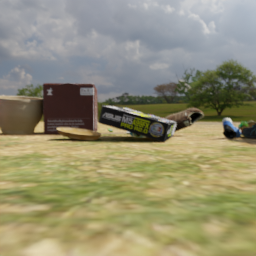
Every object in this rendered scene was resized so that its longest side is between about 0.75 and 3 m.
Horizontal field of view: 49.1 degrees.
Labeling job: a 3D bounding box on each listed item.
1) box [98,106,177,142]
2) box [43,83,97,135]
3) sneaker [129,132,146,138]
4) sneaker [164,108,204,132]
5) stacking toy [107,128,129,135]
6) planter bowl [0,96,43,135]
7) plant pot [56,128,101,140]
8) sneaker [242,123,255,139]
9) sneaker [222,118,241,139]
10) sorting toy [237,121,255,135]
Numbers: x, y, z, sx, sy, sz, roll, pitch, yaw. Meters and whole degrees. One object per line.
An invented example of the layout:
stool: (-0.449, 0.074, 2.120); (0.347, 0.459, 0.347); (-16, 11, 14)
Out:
box: (0.466, -0.191, 9.802); (2.207, 0.610, 2.755); (17, 6, 14)
box: (-2.599, -0.857, 13.173); (2.221, 2.198, 2.677); (0, 2, -3)
sneaker: (0.270, 0.198, 10.344); (0.768, 0.305, 0.501); (1, -4, 35)
sneaker: (2.109, -0.263, 11.200); (1.967, 0.693, 0.743); (-29, 19, -13)
stacking toy: (-0.409, -0.189, 12.238); (1.183, 0.892, 0.278); (5, 37, 16)
planter bowl: (-4.962, -0.572, 12.602); (2.374, 1.598, 2.374); (4, 8, -1)
plant pot: (-1.661, 0.209, 9.477); (1.513, 0.208, 1.513); (8, 6, -1)
sneaker: (4.694, 0.011, 9.488); (0.743, 0.781, 1.971); (-4, 2, -23)
sneaker: (3.676, 0.200, 9.913); (0.429, 0.622, 1.117); (-17, -43, 35)
sorting toy: (4.300, 0.034, 10.520); (1.022, 0.203, 1.382); (-28, -26, 32)
